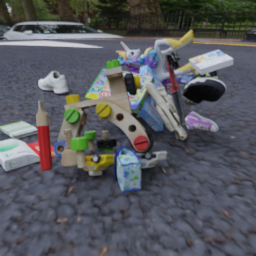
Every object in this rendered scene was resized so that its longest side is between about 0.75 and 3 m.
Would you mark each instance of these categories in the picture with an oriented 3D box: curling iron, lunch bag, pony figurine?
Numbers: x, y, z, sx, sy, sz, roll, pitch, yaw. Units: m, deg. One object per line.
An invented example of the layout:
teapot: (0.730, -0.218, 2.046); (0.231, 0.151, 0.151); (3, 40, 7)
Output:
curling iron: (1.315, -1.075, 7.654); (0.263, 2.061, 0.511); (-8, 2, -12)
lunch bag: (-0.048, 0.939, 6.520); (0.564, 0.752, 0.885); (-4, 23, -12)
pony figurine: (1.071, -1.980, 10.167); (2.802, 2.704, 2.333); (-5, 24, 25)

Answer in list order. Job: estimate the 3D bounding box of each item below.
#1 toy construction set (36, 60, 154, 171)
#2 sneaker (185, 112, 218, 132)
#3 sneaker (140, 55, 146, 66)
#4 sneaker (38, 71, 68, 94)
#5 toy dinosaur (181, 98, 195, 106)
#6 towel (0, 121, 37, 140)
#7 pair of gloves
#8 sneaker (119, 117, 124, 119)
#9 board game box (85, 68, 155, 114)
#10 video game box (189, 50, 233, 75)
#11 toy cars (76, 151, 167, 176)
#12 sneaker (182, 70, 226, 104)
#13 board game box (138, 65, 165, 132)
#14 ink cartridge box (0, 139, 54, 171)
toy construction set: (-0.843, -0.403, 6.302); (2.412, 2.222, 2.892); (-4, 3, 29)
sneaker: (2.139, -0.050, 8.390); (0.995, 0.361, 0.567); (30, 58, 32)
sneaker: (0.710, -2.556, 10.901); (0.484, 0.522, 1.288); (-40, -3, 10)
sneaker: (-3.787, -2.371, 14.167); (2.189, 1.090, 0.819); (16, 28, 38)
toy dinosaur: (2.642, -1.144, 12.318); (0.806, 0.310, 0.412); (7, 11, 31)
towel: (-3.701, 0.074, 9.462); (0.906, 0.186, 1.214); (-17, 26, -41)
pair of gloves: (1.240, -0.476, 8.180); (0.371, 1.801, 2.118); (-29, -9, 16)
sneaker: (-0.194, -1.063, 10.172); (1.110, 1.045, 2.711); (-36, 18, 21)
board game box: (-0.277, -1.212, 8.874); (1.915, 0.279, 1.289); (15, 64, 27)
video game box: (2.066, -1.656, 7.042); (0.837, 0.196, 0.763); (-18, 35, -1)
toy cars: (-0.201, 0.877, 6.905); (2.308, 0.511, 1.035); (-3, -6, -7)
sneaker: (2.112, -1.295, 7.773); (0.828, 0.956, 2.308); (31, 0, -6)
board game box: (0.787, -0.976, 9.370); (0.330, 1.364, 1.803); (-12, 54, 31)
ink cartridge box: (-2.869, 0.604, 7.876); (1.527, 0.382, 1.229); (-18, 29, -34)
